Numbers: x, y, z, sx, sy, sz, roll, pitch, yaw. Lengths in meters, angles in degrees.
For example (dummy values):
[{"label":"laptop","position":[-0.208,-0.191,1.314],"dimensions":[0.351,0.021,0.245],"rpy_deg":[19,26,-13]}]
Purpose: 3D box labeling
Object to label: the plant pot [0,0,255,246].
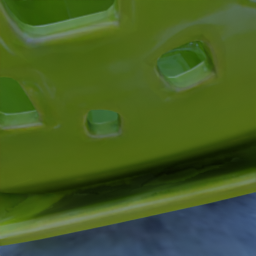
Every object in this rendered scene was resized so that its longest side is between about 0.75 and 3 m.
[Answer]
[{"label":"plant pot","position":[-0.130,-0.958,2.063],"dimensions":[2.892,2.637,2.906],"rpy_deg":[-14,39,5]}]
